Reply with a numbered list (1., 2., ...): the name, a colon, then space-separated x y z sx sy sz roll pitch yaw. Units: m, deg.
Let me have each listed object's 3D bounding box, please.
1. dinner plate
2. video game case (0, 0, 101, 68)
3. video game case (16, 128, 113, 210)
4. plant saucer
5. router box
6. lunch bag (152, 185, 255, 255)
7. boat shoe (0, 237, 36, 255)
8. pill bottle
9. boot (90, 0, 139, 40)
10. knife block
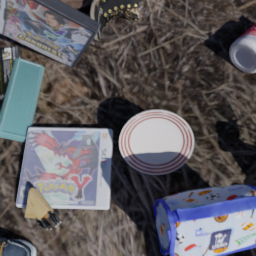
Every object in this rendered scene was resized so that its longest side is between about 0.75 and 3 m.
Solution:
1. dinner plate: 0.798 0.426 8.016 2.113 2.113 0.256 6 27 3
2. video game case: -2.630 -3.071 8.465 2.956 2.672 0.377 24 69 -20
3. video game case: -1.810 1.146 8.275 2.617 0.301 2.385 1 69 2
4. plant saucer: -3.454 -0.982 9.118 1.005 0.273 2.875 15 64 -25
5. router box: -4.431 -1.834 9.661 1.482 0.507 1.986 -11 65 -5
6. lunch bag: 1.800 2.205 6.620 2.189 2.575 1.595 -9 65 -5
7. boat shoe: -3.403 3.127 7.124 1.934 0.878 0.684 7 65 3
8. pill bottle: 4.750 -3.073 9.822 2.300 1.291 1.291 -42 71 -17
9. boot: -0.477 -4.369 10.686 1.819 0.884 2.416 1 59 1
10. knife block: -2.233 2.172 7.511 0.930 0.339 1.059 0 70 7
